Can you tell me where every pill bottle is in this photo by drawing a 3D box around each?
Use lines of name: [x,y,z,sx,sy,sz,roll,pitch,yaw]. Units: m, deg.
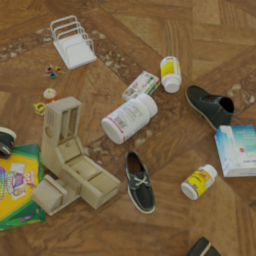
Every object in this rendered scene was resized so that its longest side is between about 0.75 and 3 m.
pill bottle: [0.087,-0.386,10.755,2.014,1.142,1.142,-37,64,-22]
pill bottle: [2.445,1.823,9.556,1.236,0.675,0.675,-36,63,-22]
pill bottle: [1.864,-2.301,12.220,0.833,0.833,1.525,1,56,1]

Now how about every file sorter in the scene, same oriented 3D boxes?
file sorter: [-2.599,-4.033,13.125,1.415,1.269,2.039,-24,60,-15]

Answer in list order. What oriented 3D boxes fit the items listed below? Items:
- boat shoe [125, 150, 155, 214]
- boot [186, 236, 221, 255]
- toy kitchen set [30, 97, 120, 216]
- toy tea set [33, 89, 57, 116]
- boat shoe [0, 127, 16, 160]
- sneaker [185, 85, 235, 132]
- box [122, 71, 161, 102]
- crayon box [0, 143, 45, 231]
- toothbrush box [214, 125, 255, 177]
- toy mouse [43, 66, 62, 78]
boat shoe: [0.349,1.808,9.549,0.789,0.743,2.197,-12,59,-9]
boot: [2.048,4.524,7.646,1.743,0.976,2.520,39,65,17]
toy kitchen set: [-1.805,0.957,8.600,2.737,2.470,2.233,33,36,24]
toy tea set: [-2.865,-0.897,11.345,1.954,0.723,1.162,22,59,14]
boat shoe: [-5.205,0.340,8.960,2.920,1.049,0.987,14,57,-22]
sneaker: [3.293,-1.115,11.123,0.937,1.331,2.507,-27,60,-17]
box: [0.592,-1.690,12.133,0.930,0.293,1.690,31,62,19]
crayon box: [-3.719,1.919,9.422,1.578,0.774,2.658,-10,57,-7]
toothbrush box: [4.027,0.826,10.182,1.288,0.750,1.759,-1,58,-1]
toy mouse: [-3.465,-2.502,12.742,0.866,0.188,0.974,-35,63,-21]
